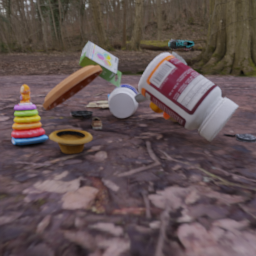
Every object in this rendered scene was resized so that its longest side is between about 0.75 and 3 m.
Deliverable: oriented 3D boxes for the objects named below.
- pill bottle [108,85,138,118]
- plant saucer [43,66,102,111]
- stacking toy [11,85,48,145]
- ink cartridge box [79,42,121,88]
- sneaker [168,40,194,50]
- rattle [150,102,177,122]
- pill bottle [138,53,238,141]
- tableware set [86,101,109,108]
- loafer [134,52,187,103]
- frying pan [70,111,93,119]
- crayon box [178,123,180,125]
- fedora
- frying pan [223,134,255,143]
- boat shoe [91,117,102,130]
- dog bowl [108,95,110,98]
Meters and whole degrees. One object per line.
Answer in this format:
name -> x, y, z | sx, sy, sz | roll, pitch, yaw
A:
pill bottle -> -0.205, -1.226, 12.915 | 1.362, 1.362, 2.353 | 1, 15, 3
plant saucer -> -2.188, -1.612, 10.869 | 2.680, 0.433, 2.680 | -35, 6, 4
stacking toy -> -3.111, -0.417, 8.575 | 0.983, 1.791, 1.039 | -7, 10, -29
ink cartridge box -> -1.018, -2.710, 12.064 | 2.065, 0.612, 1.072 | 27, 44, -25
sneaker -> 1.538, -2.403, 8.009 | 0.777, 0.301, 0.354 | -5, 4, -16
rattle -> 1.281, -0.926, 11.488 | 1.871, 1.705, 2.619 | 13, 31, 25
pill bottle -> 1.859, -0.965, 8.836 | 2.822, 1.611, 1.611 | 40, 28, 16
tableware set -> -1.345, -1.253, 15.469 | 1.876, 0.218, 1.567 | 12, 18, 40
loafer -> 1.101, -1.904, 10.865 | 2.512, 0.876, 0.878 | -38, 11, 28
frying pan -> -1.889, -0.557, 12.467 | 1.026, 0.276, 1.697 | -12, 20, -38
crayon box -> 2.922, -0.348, 11.158 | 1.600, 0.466, 0.950 | -6, 15, -24
fedora -> -1.626, 0.416, 7.938 | 1.250, 0.510, 1.250 | 4, 16, -1
frying pan -> 3.777, 0.278, 9.300 | 0.650, 0.175, 1.075 | -5, 18, -21
boat shoe -> -1.198, -0.223, 10.795 | 0.419, 0.398, 1.108 | -3, 14, -12
dog bowl -> -0.255, -1.553, 15.773 | 1.903, 0.472, 1.061 | -2, 14, -30
